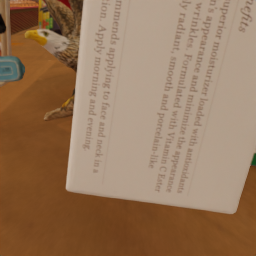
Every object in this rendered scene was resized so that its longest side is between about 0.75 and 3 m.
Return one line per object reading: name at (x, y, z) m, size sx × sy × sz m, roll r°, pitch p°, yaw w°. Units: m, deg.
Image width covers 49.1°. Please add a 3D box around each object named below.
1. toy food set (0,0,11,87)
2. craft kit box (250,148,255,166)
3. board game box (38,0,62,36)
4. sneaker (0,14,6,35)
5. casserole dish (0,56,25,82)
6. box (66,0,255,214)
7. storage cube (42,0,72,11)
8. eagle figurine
toy food set at (-3.397, -2.513, 6.713) m, size 0.809 × 2.679 × 1.923 m, roll -7°, pitch 33°, yaw -29°
craft kit box at (3.393, 0.353, 7.065) m, size 1.790 × 0.434 × 1.768 m, roll 8°, pitch 27°, yaw 13°
board game box at (-1.688, -3.709, 8.705) m, size 0.847 × 2.988 × 2.470 m, roll -7°, pitch -13°, yaw 16°
sneaker at (-2.730, -1.545, 4.777) m, size 1.166 × 2.096 × 0.805 m, roll 4°, pitch 39°, yaw -28°
casserole dish at (-2.284, -1.046, 5.076) m, size 0.773 × 0.468 × 0.150 m, roll -6°, pitch 26°, yaw -10°
box at (0.361, -0.740, 2.890) m, size 1.450 × 2.207 × 2.218 m, roll 9°, pitch 18°, yaw -2°
storage cube at (-0.312, -2.916, 6.058) m, size 1.905 × 1.811 × 2.119 m, roll 18°, pitch -10°, yaw 32°
eagle figurine at (-0.742, -1.420, 4.361) m, size 1.865 × 2.458 × 1.855 m, roll -2°, pitch -7°, yaw 11°
